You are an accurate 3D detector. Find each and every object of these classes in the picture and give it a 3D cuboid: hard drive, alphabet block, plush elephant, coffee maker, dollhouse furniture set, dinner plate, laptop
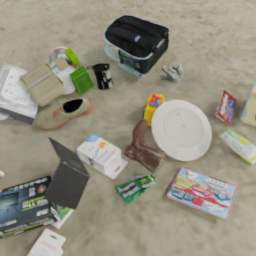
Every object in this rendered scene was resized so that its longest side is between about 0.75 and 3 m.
[{"bbox_3d":[-4.738,-1.527,11.964,1.925,0.521,2.755,21,42,-23],"label":"hard drive"},{"bbox_3d":[5.754,-0.993,11.342,1.696,1.657,1.666,22,53,21],"label":"alphabet block"},{"bbox_3d":[2.178,-2.626,13.133,1.093,0.901,0.847,31,69,26],"label":"plush elephant"},{"bbox_3d":[-1.249,-2.387,12.971,1.052,1.095,0.738,16,51,22],"label":"coffee maker"},{"bbox_3d":[-3.100,-2.024,12.324,2.606,1.308,1.707,-35,68,-9],"label":"dollhouse furniture set"},{"bbox_3d":[2.090,0.019,10.606,2.477,0.300,2.477,5,67,-13],"label":"dinner plate"},{"bbox_3d":[-2.066,1.455,8.855,1.003,1.620,1.730,-40,53,2],"label":"laptop"}]

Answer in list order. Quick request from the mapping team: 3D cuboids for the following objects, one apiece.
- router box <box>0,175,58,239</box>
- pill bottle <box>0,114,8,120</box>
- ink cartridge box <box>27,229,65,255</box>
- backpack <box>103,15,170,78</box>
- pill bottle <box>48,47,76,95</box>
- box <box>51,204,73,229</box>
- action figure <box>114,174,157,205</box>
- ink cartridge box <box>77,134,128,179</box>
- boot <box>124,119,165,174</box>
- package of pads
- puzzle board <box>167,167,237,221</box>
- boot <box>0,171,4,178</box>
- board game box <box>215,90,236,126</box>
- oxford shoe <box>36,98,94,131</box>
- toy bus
[{"bbox_3d":[-3.169,2.423,8.642,1.878,0.583,1.407,-17,49,0],"label":"router box"},{"bbox_3d":[-5.538,-0.970,11.880,0.803,0.803,1.341,-26,53,-22],"label":"pill bottle"},{"bbox_3d":[-2.357,3.611,7.852,0.739,0.435,1.283,20,52,16],"label":"ink cartridge box"},{"bbox_3d":[0.301,-4.072,13.649,2.903,2.186,2.578,31,66,13],"label":"backpack"},{"bbox_3d":[-3.044,-2.682,13.144,1.272,1.272,2.234,-10,48,-9],"label":"pill bottle"},{"bbox_3d":[-2.398,2.611,8.957,1.101,0.200,0.795,24,52,21],"label":"box"},{"bbox_3d":[0.377,1.917,9.499,1.498,0.410,0.885,-23,48,-25],"label":"action figure"},{"bbox_3d":[-0.921,1.021,10.189,1.651,0.560,0.951,28,53,24],"label":"ink cartridge box"},{"bbox_3d":[0.749,0.604,9.705,1.739,0.559,1.621,22,90,52],"label":"boot"},{"bbox_3d":[4.027,0.699,9.921,0.522,1.532,1.183,-51,56,8],"label":"package of pads"},{"bbox_3d":[2.449,2.075,9.239,1.950,0.170,1.470,18,44,21],"label":"puzzle board"},{"bbox_3d":[-4.990,1.815,9.565,1.409,0.512,0.636,-4,55,6],"label":"boot"},{"bbox_3d":[4.134,-0.863,11.785,0.764,0.144,1.485,34,57,-12],"label":"board game box"},{"bbox_3d":[-2.617,-0.624,10.898,2.462,0.921,0.867,-25,73,9],"label":"oxford shoe"},{"bbox_3d":[1.119,-0.932,11.508,0.928,1.313,1.368,8,46,9],"label":"toy bus"}]
